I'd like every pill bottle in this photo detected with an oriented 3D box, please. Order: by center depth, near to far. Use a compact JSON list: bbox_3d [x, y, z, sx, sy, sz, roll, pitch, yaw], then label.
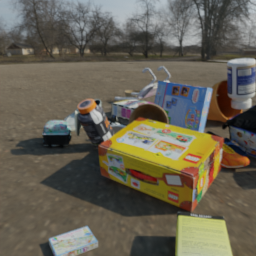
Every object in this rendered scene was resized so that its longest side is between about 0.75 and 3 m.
[{"bbox_3d":[-1.142,-0.161,9.686,0.902,1.699,0.902,-15,36,11],"label":"pill bottle"},{"bbox_3d":[4.980,-1.928,12.337,1.147,2.068,1.147,-7,21,3],"label":"pill bottle"}]

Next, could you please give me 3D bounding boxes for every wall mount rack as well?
[{"bbox_3d":[0.783,-2.001,14.154,1.070,2.494,2.871,53,34,10],"label":"wall mount rack"}]

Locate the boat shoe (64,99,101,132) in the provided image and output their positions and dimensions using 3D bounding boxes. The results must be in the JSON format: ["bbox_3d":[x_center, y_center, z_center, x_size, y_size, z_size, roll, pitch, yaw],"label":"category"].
[{"bbox_3d":[-2.011,-0.647,12.336,0.783,0.800,2.245,39,47,13],"label":"boat shoe"}]

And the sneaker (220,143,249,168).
[{"bbox_3d":[2.918,0.774,8.847,0.668,0.706,1.829,-18,24,-36],"label":"sneaker"}]

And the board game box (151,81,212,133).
[{"bbox_3d":[2.208,-0.912,12.082,0.469,1.941,2.566,1,13,-43],"label":"board game box"}]

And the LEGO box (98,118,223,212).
[{"bbox_3d":[0.889,0.793,7.526,2.697,1.041,2.008,16,33,32],"label":"LEGO box"}]

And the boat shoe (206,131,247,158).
[{"bbox_3d":[3.194,0.609,9.444,0.720,0.587,1.711,-22,31,-34],"label":"boat shoe"}]

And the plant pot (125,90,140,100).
[{"bbox_3d":[0.313,-1.902,17.302,1.052,0.706,1.052,1,17,0],"label":"plant pot"}]

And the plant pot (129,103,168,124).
[{"bbox_3d":[0.816,-0.248,10.801,1.499,1.499,0.692,3,15,10],"label":"plant pot"}]

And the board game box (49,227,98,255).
[{"bbox_3d":[-1.045,2.191,5.330,0.790,0.135,0.531,-10,20,-27],"label":"board game box"}]

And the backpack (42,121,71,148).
[{"bbox_3d":[-2.664,0.187,10.556,1.053,0.893,1.186,-1,12,-5],"label":"backpack"}]

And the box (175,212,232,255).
[{"bbox_3d":[1.162,2.266,4.322,0.914,0.609,2.430,3,17,9],"label":"box"}]

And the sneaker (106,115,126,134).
[{"bbox_3d":[-0.437,-0.180,11.620,1.531,0.559,0.856,5,47,19],"label":"sneaker"}]

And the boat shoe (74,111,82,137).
[{"bbox_3d":[-1.763,-0.131,10.201,0.350,1.134,0.413,-6,41,-16],"label":"boat shoe"}]

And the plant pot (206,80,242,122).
[{"bbox_3d":[4.248,-1.156,13.244,1.927,1.927,1.349,-13,0,-34],"label":"plant pot"}]

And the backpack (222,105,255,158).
[{"bbox_3d":[4.523,0.125,9.144,2.068,1.593,1.969,-32,24,-15],"label":"backpack"}]

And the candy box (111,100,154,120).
[{"bbox_3d":[0.467,-0.882,14.092,2.276,0.694,1.552,15,24,41],"label":"candy box"}]
